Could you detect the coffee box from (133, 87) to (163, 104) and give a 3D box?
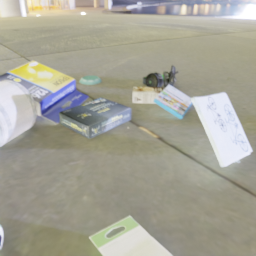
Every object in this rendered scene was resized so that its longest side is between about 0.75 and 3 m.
[{"bbox_3d":[0.806,-1.317,11.299,1.221,0.487,0.698,2,27,3],"label":"coffee box"}]

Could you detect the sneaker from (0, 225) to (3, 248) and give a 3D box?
[{"bbox_3d":[-3.302,2.031,4.148,1.234,1.065,2.816,23,36,37],"label":"sneaker"}]

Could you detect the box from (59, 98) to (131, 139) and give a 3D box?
[{"bbox_3d":[-1.089,-0.403,9.495,1.543,0.499,1.956,24,36,37],"label":"box"}]

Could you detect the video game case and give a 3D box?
[{"bbox_3d":[1.746,-1.015,10.542,1.186,0.148,1.657,34,37,8],"label":"video game case"}]

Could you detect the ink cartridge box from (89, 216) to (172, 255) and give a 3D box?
[{"bbox_3d":[0.049,2.144,4.759,0.940,0.310,1.291,-18,27,-31],"label":"ink cartridge box"}]

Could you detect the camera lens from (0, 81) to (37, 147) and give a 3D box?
[{"bbox_3d":[-3.848,-0.356,8.121,1.654,1.654,2.067,11,29,20],"label":"camera lens"}]

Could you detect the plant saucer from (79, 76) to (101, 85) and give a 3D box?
[{"bbox_3d":[-1.841,-2.358,13.662,1.068,0.192,1.068,0,27,0],"label":"plant saucer"}]

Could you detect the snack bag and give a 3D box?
[{"bbox_3d":[2.447,0.016,7.220,0.212,1.869,1.982,-28,-10,41],"label":"snack bag"}]

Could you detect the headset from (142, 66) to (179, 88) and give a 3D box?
[{"bbox_3d":[1.516,-2.297,12.568,1.416,1.077,2.293,-10,18,-18],"label":"headset"}]

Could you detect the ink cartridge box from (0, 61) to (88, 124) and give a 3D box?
[{"bbox_3d":[-3.208,-1.473,10.599,2.782,0.654,2.749,22,31,6],"label":"ink cartridge box"}]
